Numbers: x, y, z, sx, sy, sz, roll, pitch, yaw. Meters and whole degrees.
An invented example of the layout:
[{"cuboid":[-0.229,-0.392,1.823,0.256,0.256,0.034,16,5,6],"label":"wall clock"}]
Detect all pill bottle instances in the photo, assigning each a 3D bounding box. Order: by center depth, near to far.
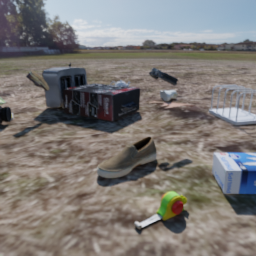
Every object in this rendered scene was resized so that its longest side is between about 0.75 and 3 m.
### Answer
[{"cuboid":[-5.258,-0.493,10.687,1.402,0.784,0.784,-1,18,-6],"label":"pill bottle"}]

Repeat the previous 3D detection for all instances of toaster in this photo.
[{"cuboid":[-3.024,-2.060,13.572,1.239,2.088,1.888,7,17,36],"label":"toaster"}]

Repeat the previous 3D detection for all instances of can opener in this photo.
[{"cuboid":[1.146,-1.650,9.164,0.981,0.262,0.328,23,-16,-16],"label":"can opener"}]

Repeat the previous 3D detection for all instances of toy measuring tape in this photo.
[{"cuboid":[0.632,1.453,5.126,1.205,0.443,0.443,-11,21,-32],"label":"toy measuring tape"}]

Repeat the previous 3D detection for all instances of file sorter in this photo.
[{"cuboid":[4.530,-1.026,11.612,1.407,1.262,2.028,-4,17,-13],"label":"file sorter"}]

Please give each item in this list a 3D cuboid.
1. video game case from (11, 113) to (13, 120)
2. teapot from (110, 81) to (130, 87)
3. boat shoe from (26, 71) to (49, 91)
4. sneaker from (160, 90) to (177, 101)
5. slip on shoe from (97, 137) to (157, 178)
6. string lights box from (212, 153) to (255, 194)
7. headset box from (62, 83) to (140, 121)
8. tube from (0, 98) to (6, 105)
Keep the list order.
[{"cuboid":[-5.221,-0.442,11.684,0.776,0.098,0.853,-7,18,-22],"label":"video game case"},{"cuboid":[-0.473,-2.613,17.569,0.949,0.702,0.961,15,24,40],"label":"teapot"},{"cuboid":[-3.735,-1.897,11.583,0.386,1.191,0.429,-29,58,7],"label":"boat shoe"},{"cuboid":[2.305,-1.816,15.285,0.874,0.557,1.513,-5,17,-5],"label":"sneaker"},{"cuboid":[0.010,0.715,7.161,1.949,0.590,0.741,-14,23,-38],"label":"slip on shoe"},{"cuboid":[2.995,1.002,6.254,1.960,0.578,1.007,0,17,1],"label":"string lights box"},{"cuboid":[-1.028,-1.211,12.364,2.961,1.143,2.203,11,21,29],"label":"headset box"},{"cuboid":[-5.744,-0.552,9.820,0.699,0.782,2.694,-8,27,46],"label":"tube"}]
